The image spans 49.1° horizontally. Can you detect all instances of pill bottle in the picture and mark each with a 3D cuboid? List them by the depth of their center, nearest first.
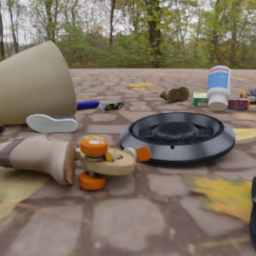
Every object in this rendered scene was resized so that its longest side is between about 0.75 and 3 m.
[{"bbox_3d":[3.696,-1.586,11.424,0.946,1.685,0.946,11,-26,6],"label":"pill bottle"},{"bbox_3d":[5.865,-1.452,12.932,1.335,0.709,0.709,-2,15,-5],"label":"pill bottle"}]

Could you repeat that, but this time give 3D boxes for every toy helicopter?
[{"bbox_3d":[-0.416,0.467,5.486,1.298,0.774,1.963,0,13,-20],"label":"toy helicopter"}]

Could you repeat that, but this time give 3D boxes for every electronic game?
[{"bbox_3d":[1.139,0.204,6.761,2.726,0.567,2.726,-5,21,2],"label":"electronic game"}]

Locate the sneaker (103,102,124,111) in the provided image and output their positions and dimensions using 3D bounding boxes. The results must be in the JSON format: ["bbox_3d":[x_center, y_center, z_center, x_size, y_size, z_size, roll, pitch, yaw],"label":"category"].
[{"bbox_3d":[-0.547,-0.834,11.131,0.914,0.324,0.379,-14,6,-30],"label":"sneaker"}]

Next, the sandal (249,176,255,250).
[{"bbox_3d":[2.016,1.057,3.681,0.876,0.493,2.304,4,15,13],"label":"sandal"}]

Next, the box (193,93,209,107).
[{"bbox_3d":[3.598,-1.368,13.151,1.094,0.451,1.865,3,18,13],"label":"box"}]

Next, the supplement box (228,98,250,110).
[{"bbox_3d":[4.641,-1.004,11.776,0.805,0.415,0.527,4,15,13],"label":"supplement box"}]

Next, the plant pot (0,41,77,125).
[{"bbox_3d":[-3.489,-1.172,9.054,2.789,2.612,2.612,-22,23,-24],"label":"plant pot"}]

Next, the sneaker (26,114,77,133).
[{"bbox_3d":[-2.238,-0.162,8.441,1.481,0.524,0.734,4,12,-4],"label":"sneaker"}]

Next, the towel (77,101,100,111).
[{"bbox_3d":[-1.904,-0.943,11.888,1.198,0.297,0.885,-10,11,-33],"label":"towel"}]

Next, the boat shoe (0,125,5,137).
[{"bbox_3d":[-3.310,0.275,5.737,0.578,0.652,1.782,-22,14,26],"label":"boat shoe"}]

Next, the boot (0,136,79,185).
[{"bbox_3d":[-1.717,0.562,5.121,1.505,0.723,2.058,1,5,-6],"label":"boot"}]

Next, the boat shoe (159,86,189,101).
[{"bbox_3d":[2.291,-1.651,13.669,0.665,0.709,1.969,3,9,43],"label":"boat shoe"}]
